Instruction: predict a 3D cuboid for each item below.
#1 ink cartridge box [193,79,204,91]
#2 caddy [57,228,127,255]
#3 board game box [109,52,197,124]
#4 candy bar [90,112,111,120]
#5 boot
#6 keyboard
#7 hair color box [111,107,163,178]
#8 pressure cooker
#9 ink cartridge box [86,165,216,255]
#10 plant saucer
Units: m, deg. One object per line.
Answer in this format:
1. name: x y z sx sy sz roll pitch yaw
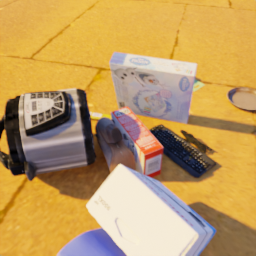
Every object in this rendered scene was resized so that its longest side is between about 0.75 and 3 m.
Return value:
1. ink cartridge box: 2.816 -2.162 12.853 0.859 0.283 1.181 -31 48 -31
2. caddy: -0.554 3.012 5.328 1.339 2.551 1.804 34 93 26
3. board game box: 0.889 -1.324 9.995 2.757 2.770 0.601 12 61 13
4. candy bar: -0.868 -0.370 10.869 1.648 0.183 0.411 10 42 12
5. boot: -0.496 0.766 8.890 0.795 2.264 1.655 -11 7 -21
6. keyboard: 1.811 0.525 9.621 1.357 0.517 2.607 -30 50 -29
7. hair color box: 0.220 0.468 9.111 0.718 1.245 2.246 -19 44 -19
8. pressure cooker: -2.527 0.177 8.534 2.866 2.560 2.521 -8 9 -8
9. ink cartridge box: 0.647 1.984 6.000 1.945 2.690 1.133 38 90 28
10. plant saucer: 4.942 -1.169 11.725 1.625 0.261 1.625 1 41 -1
